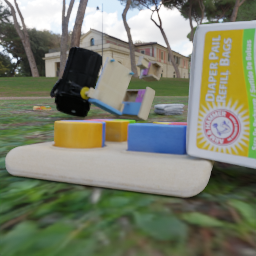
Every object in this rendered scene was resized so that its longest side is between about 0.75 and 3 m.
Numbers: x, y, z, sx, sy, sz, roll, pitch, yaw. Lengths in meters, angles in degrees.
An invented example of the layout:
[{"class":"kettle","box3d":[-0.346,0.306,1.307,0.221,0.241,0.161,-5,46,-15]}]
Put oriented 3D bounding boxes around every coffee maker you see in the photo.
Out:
[{"class":"coffee maker","box3d":[-1.780,-1.883,10.792,1.561,2.317,2.225,25,-29,-29]}]

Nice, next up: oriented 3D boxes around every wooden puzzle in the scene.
[{"class":"wooden puzzle","box3d":[0.035,0.174,4.411,2.592,0.648,2.798,3,8,20]}]

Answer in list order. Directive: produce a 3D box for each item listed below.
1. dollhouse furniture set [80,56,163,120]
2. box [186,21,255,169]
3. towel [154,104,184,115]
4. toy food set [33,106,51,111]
[{"class":"dollhouse furniture set","box3d":[-0.457,-1.643,9.901,2.532,2.390,1.652,24,-10,-41]},{"class":"box","box3d":[2.278,-0.305,2.935,2.886,1.463,1.623,9,13,33]},{"class":"towel","box3d":[1.832,-0.825,12.561,1.079,0.462,0.893,-5,8,-22]},{"class":"toy food set","box3d":[-4.478,-1.007,14.661,0.908,0.223,0.917,-3,8,-24]}]
